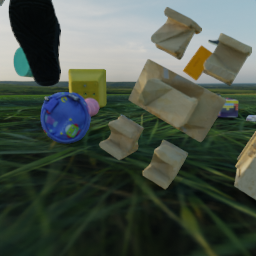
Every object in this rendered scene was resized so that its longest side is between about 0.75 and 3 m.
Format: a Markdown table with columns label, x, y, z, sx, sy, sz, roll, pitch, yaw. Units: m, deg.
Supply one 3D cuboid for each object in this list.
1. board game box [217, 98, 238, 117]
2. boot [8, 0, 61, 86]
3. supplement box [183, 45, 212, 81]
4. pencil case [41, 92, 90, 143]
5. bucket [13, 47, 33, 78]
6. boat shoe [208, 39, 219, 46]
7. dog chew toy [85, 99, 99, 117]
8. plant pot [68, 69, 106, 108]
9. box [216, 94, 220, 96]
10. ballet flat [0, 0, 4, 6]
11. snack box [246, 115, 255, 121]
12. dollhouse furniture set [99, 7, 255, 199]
| label | x | y | z | sx | sy | sz | roll | pitch | yaw |
| --- | --- | --- | --- | --- | --- | --- | --- | --- | --- |
| board game box | 3.188 | -0.915 | 12.071 | 2.545 | 0.722 | 2.104 | 1 | 10 | 9 |
| boot | -2.229 | -2.602 | 7.000 | 0.964 | 2.523 | 2.120 | -9 | 47 | -9 |
| supplement box | 2.869 | -2.639 | 11.304 | 0.690 | 1.182 | 1.875 | 36 | 21 | 3 |
| pencil case | -1.505 | -0.368 | 6.934 | 1.027 | 1.143 | 2.631 | -40 | 11 | -2 |
| bucket | -3.409 | -2.296 | 9.800 | 1.164 | 1.164 | 0.757 | 6 | 11 | 37 |
| boat shoe | 3.587 | -3.298 | 10.798 | 1.012 | 0.313 | 0.379 | 19 | 25 | 17 |
| dog chew toy | -1.610 | -0.763 | 11.226 | 0.723 | 0.723 | 1.161 | 1 | 17 | 10 |
| plant pot | -2.389 | -2.158 | 16.168 | 2.245 | 2.245 | 1.980 | -1 | 19 | -4 |
| box | 3.707 | -1.249 | 13.746 | 1.428 | 0.873 | 0.757 | 5 | 9 | 28 |
| ballet flat | -3.520 | -3.041 | 6.532 | 0.941 | 2.766 | 0.930 | -2 | -31 | -2 |
| snack box | 4.580 | -0.355 | 10.251 | 0.356 | 0.120 | 0.991 | 4 | 9 | 28 |
| dollhouse furniture set | 1.003 | -0.150 | 3.545 | 1.963 | 1.803 | 1.277 | 32 | 20 | 16 |
